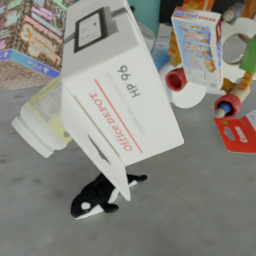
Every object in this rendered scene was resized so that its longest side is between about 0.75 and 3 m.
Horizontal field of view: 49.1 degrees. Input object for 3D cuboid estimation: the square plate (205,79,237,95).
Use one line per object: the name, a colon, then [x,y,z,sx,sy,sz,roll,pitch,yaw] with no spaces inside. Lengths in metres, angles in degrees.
square plate: [3.139,-2.092,11.589,2.479,0.356,2.503,14,32,22]

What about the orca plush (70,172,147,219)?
orca plush: [-0.378,1.162,5.604,1.708,0.607,0.898,-13,32,-22]

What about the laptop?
laptop: [2.031,-3.341,7.763,2.100,2.243,1.300,14,53,13]

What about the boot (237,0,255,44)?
boot: [3.685,-3.308,7.942,1.523,1.434,0.522,-33,16,33]

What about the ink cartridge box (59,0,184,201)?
ink cartridge box: [-0.077,-0.650,3.807,0.937,1.603,2.763,-23,42,12]

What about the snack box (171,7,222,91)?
snack box: [1.026,-1.035,3.967,0.566,1.575,0.192,23,79,25]

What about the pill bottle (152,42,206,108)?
pill bottle: [1.530,-1.877,9.899,1.566,1.566,2.879,-8,34,-13]

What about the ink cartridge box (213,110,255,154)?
ink cartridge box: [3.772,-0.021,7.724,2.388,0.599,1.937,4,30,2]

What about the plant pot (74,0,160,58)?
plant pot: [-0.309,-3.493,8.249,2.993,2.812,2.993,8,56,-11]

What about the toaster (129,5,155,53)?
toaster: [-0.068,-2.056,6.938,0.976,1.718,1.110,36,19,28]

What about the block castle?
block castle: [1.619,-1.504,4.985,1.698,2.541,1.192,33,54,23]

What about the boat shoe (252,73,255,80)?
boat shoe: [3.765,-1.564,8.050,0.978,0.341,0.347,-8,18,-28]

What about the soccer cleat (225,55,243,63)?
soccer cleat: [3.288,-1.966,8.581,1.402,0.597,0.481,19,48,36]

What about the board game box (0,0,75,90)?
board game box: [-2.696,-2.551,7.123,2.189,2.746,1.330,1,-13,38]

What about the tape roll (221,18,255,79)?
tape roll: [2.617,-1.943,6.897,1.480,1.480,0.270,-3,25,-5]

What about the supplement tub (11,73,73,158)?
supplement tub: [-1.133,-0.245,4.630,1.300,0.943,0.943,-44,43,-10]
